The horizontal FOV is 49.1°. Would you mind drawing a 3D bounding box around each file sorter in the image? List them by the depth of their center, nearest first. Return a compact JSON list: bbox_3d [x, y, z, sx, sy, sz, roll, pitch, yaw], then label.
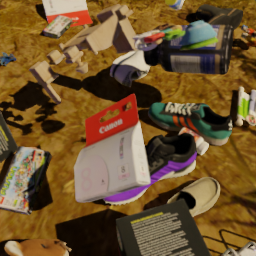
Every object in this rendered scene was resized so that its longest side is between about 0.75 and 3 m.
[{"bbox_3d":[2.511,2.908,5.301,2.003,1.247,1.390,-12,50,-11],"label":"file sorter"}]

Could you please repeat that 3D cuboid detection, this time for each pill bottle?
[{"bbox_3d":[1.627,-2.169,7.755,2.277,1.273,1.273,8,49,22],"label":"pill bottle"},{"bbox_3d":[1.848,0.386,8.017,0.838,0.459,0.459,36,58,27],"label":"pill bottle"}]

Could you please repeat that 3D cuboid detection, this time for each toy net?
[{"bbox_3d":[0.617,-1.655,5.404,1.125,0.414,2.144,-26,22,-24],"label":"toy net"}]

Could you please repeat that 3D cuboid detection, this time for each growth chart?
[{"bbox_3d":[4.938,-0.618,9.047,2.950,0.262,2.135,9,48,7],"label":"growth chart"}]

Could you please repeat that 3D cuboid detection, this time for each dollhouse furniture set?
[{"bbox_3d":[-0.836,-1.838,7.071,2.830,1.253,1.467,-47,32,-23],"label":"dollhouse furniture set"}]

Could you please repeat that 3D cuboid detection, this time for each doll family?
[{"bbox_3d":[5.315,-3.632,11.511,1.553,0.700,0.964,0,39,-24],"label":"doll family"}]

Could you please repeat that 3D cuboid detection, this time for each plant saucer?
[{"bbox_3d":[-2.686,0.985,7.600,0.967,0.181,0.967,0,60,0],"label":"plant saucer"}]

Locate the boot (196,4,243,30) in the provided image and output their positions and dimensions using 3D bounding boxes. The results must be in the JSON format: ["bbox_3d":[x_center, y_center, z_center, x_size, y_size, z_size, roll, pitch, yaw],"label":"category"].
[{"bbox_3d":[3.464,-4.648,12.165,1.934,1.083,2.796,31,42,29],"label":"boot"}]

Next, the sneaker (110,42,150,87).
[{"bbox_3d":[0.468,-2.378,10.246,0.980,0.930,2.434,38,66,20],"label":"sneaker"}]

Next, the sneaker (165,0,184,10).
[{"bbox_3d":[0.993,-2.735,5.420,0.344,0.383,0.930,20,91,37],"label":"sneaker"}]

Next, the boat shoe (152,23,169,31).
[{"bbox_3d":[1.416,-4.370,12.281,0.855,0.301,0.301,-25,54,-18],"label":"boat shoe"}]

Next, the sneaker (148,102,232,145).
[{"bbox_3d":[1.823,-0.390,8.296,2.519,1.006,0.899,20,48,16],"label":"sneaker"}]

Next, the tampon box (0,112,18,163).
[{"bbox_3d":[-4.683,0.355,7.254,1.954,1.646,2.608,32,56,25],"label":"tampon box"}]

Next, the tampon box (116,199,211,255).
[{"bbox_3d":[0.728,2.789,5.111,1.399,1.660,2.216,-13,50,-11],"label":"tampon box"}]

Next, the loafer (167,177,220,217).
[{"bbox_3d":[1.562,1.729,6.735,1.808,0.617,0.684,-30,55,-24],"label":"loafer"}]

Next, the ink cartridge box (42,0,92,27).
[{"bbox_3d":[-2.917,-5.632,13.205,1.985,0.697,2.443,-14,47,-11],"label":"ink cartridge box"}]

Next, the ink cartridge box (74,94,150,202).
[{"bbox_3d":[-0.407,0.350,5.218,1.445,0.507,1.778,-24,65,32],"label":"ink cartridge box"}]

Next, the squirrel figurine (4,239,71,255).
[{"bbox_3d":[-1.688,3.165,4.782,2.615,1.851,2.441,-28,48,-26],"label":"squirrel figurine"}]

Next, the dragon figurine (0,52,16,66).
[{"bbox_3d":[-4.610,-2.629,10.483,0.301,1.022,0.508,40,97,9],"label":"dragon figurine"}]

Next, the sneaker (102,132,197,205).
[{"bbox_3d":[0.519,0.828,6.994,2.831,1.408,0.984,-22,53,-19],"label":"sneaker"}]

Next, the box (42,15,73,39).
[{"bbox_3d":[-3.083,-4.463,12.339,0.743,0.234,1.350,18,53,11],"label":"box"}]

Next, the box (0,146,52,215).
[{"bbox_3d":[-2.651,1.305,7.138,0.892,0.281,1.620,9,60,6],"label":"box"}]
